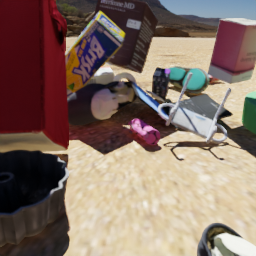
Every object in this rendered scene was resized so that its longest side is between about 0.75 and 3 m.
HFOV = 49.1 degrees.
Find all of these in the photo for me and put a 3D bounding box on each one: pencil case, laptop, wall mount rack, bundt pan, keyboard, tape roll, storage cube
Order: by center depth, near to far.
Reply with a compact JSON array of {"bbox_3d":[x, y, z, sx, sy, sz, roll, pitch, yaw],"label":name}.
[{"bbox_3d":[-1.704,0.970,3.896,1.778,0.667,1.778,1,21,0],"label":"bundt pan"},{"bbox_3d":[-2.542,-0.961,4.863,2.990,2.688,2.556,-4,-10,-6],"label":"storage cube"},{"bbox_3d":[1.636,-0.456,6.516,1.717,0.640,1.491,25,52,9],"label":"wall mount rack"},{"bbox_3d":[0.359,0.078,6.571,0.429,0.415,0.916,28,4,-32],"label":"pencil case"},{"bbox_3d":[4.539,-0.327,7.166,2.995,0.720,2.995,0,22,0],"label":"tape roll"},{"bbox_3d":[1.367,-0.879,7.855,2.291,1.183,2.031,-14,22,0],"label":"laptop"},{"bbox_3d":[0.891,-1.030,9.052,0.290,0.055,1.030,22,1,31],"label":"keyboard"},{"bbox_3d":[-0.144,-1.602,10.159,0.828,0.828,0.569,-3,10,-7],"label":"tape roll"}]

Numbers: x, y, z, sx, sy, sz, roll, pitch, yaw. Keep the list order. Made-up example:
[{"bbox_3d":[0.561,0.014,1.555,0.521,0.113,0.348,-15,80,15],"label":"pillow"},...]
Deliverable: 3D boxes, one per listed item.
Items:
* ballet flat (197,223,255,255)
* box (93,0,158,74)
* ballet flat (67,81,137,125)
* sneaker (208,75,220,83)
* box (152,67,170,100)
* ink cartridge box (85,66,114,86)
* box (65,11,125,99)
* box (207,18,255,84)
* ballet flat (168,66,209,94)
[{"bbox_3d":[1.227,1.540,2.437,0.709,0.709,1.940,-7,22,-17],"label":"ballet flat"},{"bbox_3d":[-0.221,-3.293,10.081,1.782,2.148,1.764,19,9,16],"label":"box"},{"bbox_3d":[-0.567,-0.811,7.907,1.079,1.079,2.955,11,23,27],"label":"ballet flat"},{"bbox_3d":[3.776,-2.179,12.446,1.050,0.351,0.563,-2,22,4],"label":"sneaker"},{"bbox_3d":[1.133,-1.532,9.703,0.502,0.946,0.578,13,46,15],"label":"box"},{"bbox_3d":[-1.414,-2.171,11.826,1.419,0.656,2.605,-7,24,-8],"label":"ink cartridge box"},{"bbox_3d":[-1.414,-1.959,8.380,1.017,2.902,0.933,38,31,-21],"label":"box"},{"bbox_3d":[2.807,-2.009,7.273,0.948,1.482,0.808,-16,36,-32],"label":"box"},{"bbox_3d":[2.464,-1.834,10.896,1.014,1.014,2.730,-8,25,-19],"label":"ballet flat"}]
